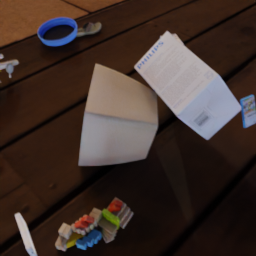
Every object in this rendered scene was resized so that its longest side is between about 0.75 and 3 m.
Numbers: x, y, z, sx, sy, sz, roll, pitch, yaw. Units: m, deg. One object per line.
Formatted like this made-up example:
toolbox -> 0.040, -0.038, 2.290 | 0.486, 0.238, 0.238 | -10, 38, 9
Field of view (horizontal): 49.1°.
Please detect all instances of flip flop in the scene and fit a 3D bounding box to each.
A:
flip flop -> -2.405, -5.824, 16.319 | 1.843, 0.530, 0.747 | -20, 50, -18

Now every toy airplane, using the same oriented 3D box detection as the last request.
toy airplane -> -6.164, -2.576, 12.673 | 1.960, 1.383, 1.951 | -15, 16, 7

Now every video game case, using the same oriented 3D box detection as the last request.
video game case -> 3.679, -0.501, 8.544 | 0.624, 0.871, 0.078 | -20, 14, -31

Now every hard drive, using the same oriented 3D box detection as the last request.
hard drive -> -2.857, 3.015, 7.828 | 0.147, 0.728, 1.104 | -24, 51, -21

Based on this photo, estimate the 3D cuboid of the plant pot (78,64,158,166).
plant pot -> -0.307, -0.244, 9.852 | 2.335, 2.638, 2.635 | 10, 46, -7

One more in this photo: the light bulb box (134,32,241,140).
light bulb box -> 2.180, -1.464, 10.191 | 1.789, 2.841, 2.866 | -45, 52, 13

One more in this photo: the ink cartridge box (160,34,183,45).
ink cartridge box -> 2.293, -4.580, 15.146 | 0.935, 0.523, 1.371 | -12, 50, -10

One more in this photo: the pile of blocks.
pile of blocks -> -0.938, 2.804, 8.023 | 2.380, 0.740, 0.977 | -25, 51, -21

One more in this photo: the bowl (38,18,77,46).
bowl -> -3.949, -5.411, 15.805 | 2.224, 0.437, 2.224 | -4, 53, 5
